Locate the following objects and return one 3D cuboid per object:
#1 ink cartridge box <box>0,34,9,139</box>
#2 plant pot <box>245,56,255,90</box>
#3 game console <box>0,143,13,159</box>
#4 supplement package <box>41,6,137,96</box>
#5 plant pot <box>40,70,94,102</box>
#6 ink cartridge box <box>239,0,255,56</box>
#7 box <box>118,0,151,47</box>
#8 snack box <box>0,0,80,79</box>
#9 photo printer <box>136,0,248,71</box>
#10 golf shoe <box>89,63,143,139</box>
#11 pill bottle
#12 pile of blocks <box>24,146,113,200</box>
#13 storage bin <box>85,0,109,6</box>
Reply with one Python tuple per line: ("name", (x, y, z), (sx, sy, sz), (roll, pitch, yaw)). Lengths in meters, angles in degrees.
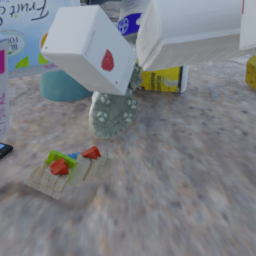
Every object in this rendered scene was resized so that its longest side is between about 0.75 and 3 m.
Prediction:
("ink cartridge box", (-2.850, -1.068, 3.853), (2.774, 1.655, 0.582), (33, 43, 12))
("plant pot", (4.530, -1.781, 8.890), (1.327, 1.298, 1.289), (-13, 33, -3))
("game console", (-3.138, 0.352, 6.008), (0.933, 0.543, 0.821), (13, 34, 19))
("supplement package", (-0.349, -0.743, 2.834), (0.503, 0.839, 0.509), (12, 78, 30))
("plant pot", (-1.939, -1.727, 8.799), (1.742, 1.173, 1.742), (0, 32, 0))
("ink cartridge box", (2.103, -1.376, 3.615), (1.354, 0.994, 0.561), (5, -1, -34))
("box", (1.199, -3.936, 7.858), (1.541, 2.937, 2.701), (8, -1, -40))
("snack box", (-1.824, -2.056, 4.464), (2.010, 2.383, 0.806), (-7, 5, 11))
("photo printer", (1.663, -1.878, 5.367), (2.783, 0.967, 2.316), (-10, 1, -5))
("golf shoe", (-0.492, -0.693, 7.540), (1.394, 1.122, 2.866), (-31, 27, 41))
("pill bottle", (0.704, -1.850, 8.858), (2.318, 1.298, 1.298), (6, 32, 10))
("pile of blocks", (-0.562, 0.346, 3.025), (0.493, 0.373, 1.200), (33, 16, 19))
("storage bin", (-1.019, -4.452, 7.414), (1.337, 1.991, 1.449), (39, 53, 5))
